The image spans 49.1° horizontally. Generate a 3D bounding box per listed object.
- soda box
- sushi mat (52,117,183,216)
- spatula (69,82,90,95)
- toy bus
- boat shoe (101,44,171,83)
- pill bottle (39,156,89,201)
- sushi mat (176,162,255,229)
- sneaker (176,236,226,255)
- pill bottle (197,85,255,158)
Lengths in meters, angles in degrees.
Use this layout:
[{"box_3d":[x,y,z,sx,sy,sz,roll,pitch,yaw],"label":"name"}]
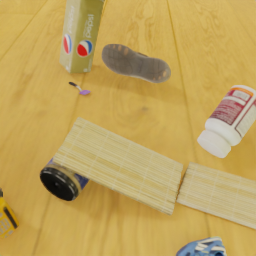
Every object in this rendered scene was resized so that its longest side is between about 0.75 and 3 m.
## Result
[{"box_3d":[-1.653,-3.357,9.720,0.892,2.785,0.943,-13,45,-36],"label":"soda box"},{"box_3d":[-0.107,0.817,6.370,2.866,0.173,1.371,25,49,-5],"label":"sushi mat"},{"box_3d":[-1.715,-1.389,9.681,0.307,0.112,1.086,-31,51,-33],"label":"spatula"},{"box_3d":[-3.742,1.400,6.065,2.987,0.972,1.169,28,50,27],"label":"toy bus"},{"box_3d":[0.267,-2.129,9.551,2.573,0.974,0.924,27,13,18],"label":"boat shoe"},{"box_3d":[-1.192,0.763,6.728,0.997,0.997,1.783,19,47,19],"label":"pill bottle"},{"box_3d":[2.456,1.582,6.408,2.526,0.153,1.208,15,53,16],"label":"sushi mat"},{"box_3d":[1.425,2.429,5.423,1.019,0.377,0.419,-11,46,-10],"label":"sneaker"},{"box_3d":[2.661,-0.164,7.334,0.982,0.982,1.792,33,80,30],"label":"pill bottle"}]
